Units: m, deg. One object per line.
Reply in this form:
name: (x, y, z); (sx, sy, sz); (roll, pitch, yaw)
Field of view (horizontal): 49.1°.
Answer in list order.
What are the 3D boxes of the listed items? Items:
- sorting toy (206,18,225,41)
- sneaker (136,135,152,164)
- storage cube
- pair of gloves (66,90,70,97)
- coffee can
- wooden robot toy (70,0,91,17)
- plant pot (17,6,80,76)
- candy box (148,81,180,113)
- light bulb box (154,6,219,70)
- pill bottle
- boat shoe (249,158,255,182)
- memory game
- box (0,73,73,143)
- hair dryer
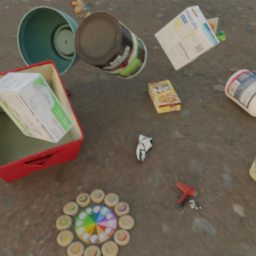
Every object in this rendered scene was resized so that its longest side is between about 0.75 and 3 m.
sorting toy: (3.292, -3.899, 11.491); (0.254, 1.274, 1.723); (14, -1, -40)
sneaker: (0.588, 0.769, 10.194); (0.534, 0.492, 1.335); (8, 43, 7)
storage cube: (-3.131, -0.033, 8.800); (2.557, 2.689, 2.992); (-20, 78, -20)
pair of gloves: (-3.793, -1.485, 12.861); (2.003, 0.248, 1.785); (20, 46, 22)
coffee can: (-0.557, -2.975, 10.499); (1.822, 1.822, 2.489); (22, 7, 22)
wooden robot toy: (-1.725, -4.091, 9.706); (0.503, 1.141, 0.518); (-1, 64, 27)
plant pot: (-2.795, -3.393, 11.173); (2.550, 2.550, 1.709); (15, 22, 16)
candy box: (1.594, -1.431, 12.608); (1.006, 0.482, 1.743); (-8, 44, -8)
light bulb box: (2.093, -3.182, 9.993); (1.555, 1.569, 0.979); (57, 41, -4)
pill bottle: (5.374, -1.303, 11.796); (1.403, 1.403, 2.347); (-18, 46, -18)
boat shoe: (4.743, 1.771, 8.802); (0.795, 0.680, 2.168); (-18, 39, -23)
memory game: (-0.972, 2.788, 8.210); (2.301, 0.147, 2.301); (0, 42, 0)
box: (-2.304, -0.480, 6.680); (1.358, 1.539, 0.744); (8, 49, 38)
hair dryer: (1.785, 2.132, 8.831); (0.818, 0.292, 1.075); (-8, 42, -7)
